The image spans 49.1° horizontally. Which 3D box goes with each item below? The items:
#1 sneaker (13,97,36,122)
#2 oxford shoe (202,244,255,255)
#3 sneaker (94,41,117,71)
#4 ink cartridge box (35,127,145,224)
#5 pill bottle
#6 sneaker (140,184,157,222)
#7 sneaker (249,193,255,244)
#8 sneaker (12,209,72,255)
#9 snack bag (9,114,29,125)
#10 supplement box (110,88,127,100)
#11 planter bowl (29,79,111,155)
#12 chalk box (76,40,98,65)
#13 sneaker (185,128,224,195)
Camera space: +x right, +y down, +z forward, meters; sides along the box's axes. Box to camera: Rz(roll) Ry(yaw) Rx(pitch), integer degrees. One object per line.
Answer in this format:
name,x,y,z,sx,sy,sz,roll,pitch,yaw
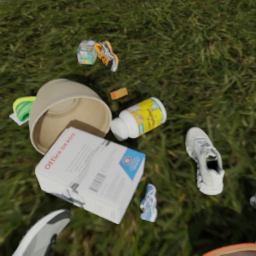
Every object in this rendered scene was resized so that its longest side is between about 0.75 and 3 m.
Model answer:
sneaker,-3.092,-0.715,10.925,2.538,0.940,1.060,-11,69,-11
oxford shoe,3.225,3.505,6.837,2.930,1.043,1.063,1,53,1
sneaker,-1.030,-3.310,13.056,0.667,0.676,1.728,-9,60,-33
ink cartridge box,-1.094,1.367,8.624,2.699,1.159,1.976,19,51,15
pill bottle,0.344,-0.286,10.253,1.902,1.073,1.073,-27,53,-23
sneaker,0.609,2.204,8.389,0.457,0.449,1.186,4,46,-1
sneaker,3.858,2.505,7.971,1.889,0.713,1.075,-30,53,-32
sneaker,-2.359,3.331,7.080,1.129,1.052,2.846,31,60,14
snack bag,-4.199,-0.513,11.138,0.769,0.087,0.816,34,56,27
supplement box,-0.372,-1.424,11.597,0.295,0.285,0.857,-12,12,35
planter bowl,-2.111,-0.530,9.396,2.626,2.626,1.767,-20,52,-17
chalk box,-1.988,-3.553,13.482,0.755,0.751,1.214,9,48,8
sneaker,2.573,0.857,9.252,0.965,1.041,2.568,-6,46,-4
